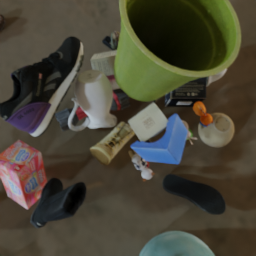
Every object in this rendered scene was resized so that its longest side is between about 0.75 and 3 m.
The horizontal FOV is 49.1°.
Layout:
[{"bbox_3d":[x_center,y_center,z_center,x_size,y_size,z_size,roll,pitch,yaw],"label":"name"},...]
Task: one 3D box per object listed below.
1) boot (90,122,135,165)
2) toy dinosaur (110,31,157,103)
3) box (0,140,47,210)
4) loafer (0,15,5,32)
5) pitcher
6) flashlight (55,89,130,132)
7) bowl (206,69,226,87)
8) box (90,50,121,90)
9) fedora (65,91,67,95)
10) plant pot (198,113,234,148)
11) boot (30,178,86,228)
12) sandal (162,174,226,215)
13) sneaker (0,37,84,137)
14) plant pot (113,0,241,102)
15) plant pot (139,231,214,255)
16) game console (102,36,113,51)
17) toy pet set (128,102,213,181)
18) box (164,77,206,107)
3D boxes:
[{"bbox_3d":[-0.431,0.440,8.853,0.717,1.969,1.530,45,77,2],"label":"boot"},{"bbox_3d":[0.527,-2.406,10.428,1.304,0.702,2.958,-36,89,-19],"label":"toy dinosaur"},{"bbox_3d":[-3.138,1.432,8.382,0.891,1.882,0.966,26,46,19],"label":"box"},{"bbox_3d":[-5.638,-3.859,10.864,1.858,0.663,0.678,-43,78,-11],"label":"loafer"},{"bbox_3d":[-1.184,-0.727,8.438,1.543,1.798,1.090,-20,44,-12],"label":"pitcher"},{"bbox_3d":[-1.198,-0.630,9.633,2.515,0.851,0.854,-25,83,-12],"label":"flashlight"},{"bbox_3d":[2.815,-2.527,9.259,0.974,2.168,2.168,-13,73,8],"label":"bowl"},{"bbox_3d":[-0.108,-2.041,9.494,2.065,1.320,1.125,-9,112,4],"label":"box"},{"bbox_3d":[-2.415,-1.263,9.118,0.556,1.217,1.217,17,68,50],"label":"fedora"},{"bbox_3d":[3.114,-0.016,9.635,1.224,0.822,1.224,0,73,0],"label":"plant pot"},{"bbox_3d":[-1.818,1.823,7.667,0.633,1.929,1.590,33,46,-22],"label":"boot"},{"bbox_3d":[2.172,2.138,9.216,2.133,0.510,0.802,24,75,20],"label":"sandal"},{"bbox_3d":[-2.230,-1.357,7.301,1.308,1.131,2.987,33,70,-34],"label":"sneaker"},{"bbox_3d":[0.784,-1.951,7.143,2.858,2.714,2.858,6,70,-17],"label":"plant pot"},{"bbox_3d":[1.524,4.339,7.839,2.631,1.763,2.631,0,73,-1],"label":"plant pot"},{"bbox_3d":[-0.418,-3.163,10.929,1.286,0.155,0.759,39,77,9],"label":"game console"},{"bbox_3d":[1.323,0.467,7.958,2.811,2.625,1.493,-37,52,6],"label":"toy pet set"},{"bbox_3d":[1.870,-1.721,9.393,1.150,1.856,1.825,0,87,2],"label":"box"}]
